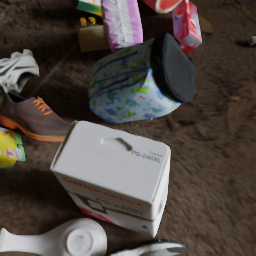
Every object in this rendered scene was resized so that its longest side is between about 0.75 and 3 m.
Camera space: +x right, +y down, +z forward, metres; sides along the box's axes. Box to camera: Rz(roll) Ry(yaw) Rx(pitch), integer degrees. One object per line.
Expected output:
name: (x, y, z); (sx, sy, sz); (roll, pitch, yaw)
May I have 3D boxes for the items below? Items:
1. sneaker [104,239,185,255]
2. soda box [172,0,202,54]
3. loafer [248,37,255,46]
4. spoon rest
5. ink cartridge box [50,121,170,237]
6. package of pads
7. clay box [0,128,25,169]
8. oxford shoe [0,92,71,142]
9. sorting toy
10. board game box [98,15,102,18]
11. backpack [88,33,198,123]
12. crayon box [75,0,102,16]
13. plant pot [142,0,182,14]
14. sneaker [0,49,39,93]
sneaker: (0.354, 2.948, 6.195); (1.907, 0.705, 0.756); (-15, 72, -3)
soda box: (1.997, -3.539, 9.681); (0.621, 0.685, 1.957); (24, 51, -30)
loafer: (4.653, -2.968, 9.755); (0.906, 0.341, 0.316); (0, 72, 5)
spoon rest: (-1.662, 2.630, 6.421); (2.357, 0.714, 1.171); (8, 61, -11)
ink cartridge box: (-0.209, 1.196, 5.878); (1.942, 2.674, 1.115); (15, 61, 15)
package of pads: (-0.138, -2.927, 8.204); (0.974, 2.575, 1.551); (-8, 97, 3)
clay box: (-3.671, 0.436, 7.125); (0.459, 1.931, 1.109); (-47, 49, 23)
oxford shoe: (-2.406, -0.307, 7.502); (2.580, 0.936, 0.918); (16, 18, 17)
sorting toy: (-1.228, -3.335, 9.930); (1.071, 0.192, 1.437); (-11, 69, -2)
board game box: (-0.916, -4.782, 10.792); (1.059, 0.332, 2.217); (-37, 64, -21)
backpack: (0.177, -1.159, 7.522); (2.710, 2.211, 2.084); (9, 75, 34)
crayon box: (-1.076, -4.510, 9.980); (1.575, 0.406, 0.990); (6, 59, -24)
plant pot: (1.107, -5.484, 10.232); (2.214, 2.214, 1.959); (-28, 75, -15)
sneaker: (-3.795, -1.417, 8.462); (2.316, 0.858, 1.025); (-29, 78, -3)
